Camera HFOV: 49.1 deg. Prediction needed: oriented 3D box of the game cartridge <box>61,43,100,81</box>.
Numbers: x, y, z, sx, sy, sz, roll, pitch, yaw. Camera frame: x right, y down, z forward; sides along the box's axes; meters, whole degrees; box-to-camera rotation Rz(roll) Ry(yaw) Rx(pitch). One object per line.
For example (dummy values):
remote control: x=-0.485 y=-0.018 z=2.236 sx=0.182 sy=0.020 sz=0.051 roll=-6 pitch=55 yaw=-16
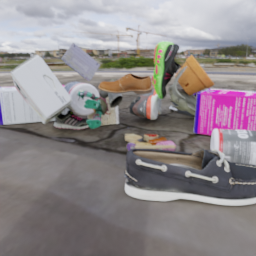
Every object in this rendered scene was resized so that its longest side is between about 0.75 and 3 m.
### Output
game cartridge: x=-1.570 y=-2.175 z=9.328 sx=1.161 sy=0.753 sz=0.223 roll=38 pitch=-23 yaw=-22

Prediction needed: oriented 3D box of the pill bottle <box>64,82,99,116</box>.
pill bottle: x=-1.828 y=-1.112 z=10.143 sx=1.092 sy=1.092 sz=1.826 roll=-7 pitch=15 yaw=-26

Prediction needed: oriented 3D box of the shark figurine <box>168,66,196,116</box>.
shark figurine: x=2.282 y=-1.457 z=11.154 sx=1.894 sy=1.323 sz=3.170 roll=24 pitch=-4 yaw=44

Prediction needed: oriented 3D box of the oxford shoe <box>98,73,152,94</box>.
oxford shoe: x=-0.096 y=-1.306 z=8.062 sx=1.552 sy=0.553 sz=0.554 roll=-1 pitch=30 yaw=4

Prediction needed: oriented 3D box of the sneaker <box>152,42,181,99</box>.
sneaker: x=1.393 y=-1.960 z=10.019 sx=0.958 sy=2.287 sz=0.878 roll=-7 pitch=47 yaw=-10

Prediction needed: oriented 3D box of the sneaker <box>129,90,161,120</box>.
sneaker: x=0.740 y=-1.073 z=11.739 sx=1.228 sy=1.156 sz=3.000 roll=3 pitch=10 yaw=13

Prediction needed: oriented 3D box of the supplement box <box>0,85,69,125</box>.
supplement box: x=-3.882 y=-1.014 z=11.598 sx=2.715 sy=1.403 sz=1.374 roll=-6 pitch=15 yaw=-18

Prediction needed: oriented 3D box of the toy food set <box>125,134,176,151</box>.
toy food set: x=0.626 y=0.495 z=8.015 sx=1.409 sy=0.349 sz=2.217 roll=0 pitch=7 yaw=-2

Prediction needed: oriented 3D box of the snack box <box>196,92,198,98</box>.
snack box: x=4.166 y=-1.232 z=12.990 sx=1.000 sy=0.338 sz=2.781 roll=11 pitch=1 yaw=37

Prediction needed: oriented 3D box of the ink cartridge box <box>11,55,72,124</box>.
ink cartridge box: x=-2.803 y=-1.118 z=9.020 sx=0.960 sy=1.689 sz=2.317 roll=-39 pitch=9 yaw=-16

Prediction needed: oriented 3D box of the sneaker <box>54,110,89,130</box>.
sneaker: x=-2.043 y=-0.323 z=10.395 sx=1.499 sy=0.656 sz=0.553 roll=2 pitch=15 yaw=8

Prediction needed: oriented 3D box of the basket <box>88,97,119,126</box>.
basket: x=-1.032 y=-0.782 z=11.079 sx=0.984 sy=1.223 sz=1.212 roll=-8 pitch=16 yaw=-22

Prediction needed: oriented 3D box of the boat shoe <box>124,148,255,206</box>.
boat shoe: x=1.404 y=0.838 z=5.449 sx=2.971 sy=0.896 sz=1.098 roll=1 pitch=15 yaw=5

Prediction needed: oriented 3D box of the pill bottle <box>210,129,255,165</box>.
pill bottle: x=2.827 y=0.521 z=6.597 sx=1.642 sy=0.935 sz=0.935 roll=3 pitch=15 yaw=11

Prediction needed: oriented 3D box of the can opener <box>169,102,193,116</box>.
can opener: x=2.484 y=-0.921 z=12.999 sx=0.436 sy=0.551 sz=1.657 roll=-27 pitch=29 yaw=-19

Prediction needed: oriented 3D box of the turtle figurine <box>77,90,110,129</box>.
turtle figurine: x=-1.044 y=-0.628 z=8.606 sx=0.868 sy=1.291 sz=1.725 roll=-25 pitch=17 yaw=2

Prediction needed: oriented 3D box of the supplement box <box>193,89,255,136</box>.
supplement box: x=3.813 y=-0.432 z=9.250 sx=2.872 sy=1.484 sz=1.453 roll=10 pitch=16 yaw=28

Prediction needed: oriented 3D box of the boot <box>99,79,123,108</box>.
boot: x=-0.603 y=-1.030 z=9.438 sx=0.406 sy=1.018 sz=1.120 roll=17 pitch=37 yaw=-34

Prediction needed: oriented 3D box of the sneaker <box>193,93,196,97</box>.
sneaker: x=3.619 y=-1.371 z=13.999 sx=2.104 sy=0.878 sz=0.848 roll=-11 pitch=19 yaw=-37

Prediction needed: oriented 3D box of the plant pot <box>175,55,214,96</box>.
plant pot: x=2.491 y=-1.937 z=10.829 sx=1.003 sy=1.433 sz=1.433 roll=-37 pitch=4 yaw=19
